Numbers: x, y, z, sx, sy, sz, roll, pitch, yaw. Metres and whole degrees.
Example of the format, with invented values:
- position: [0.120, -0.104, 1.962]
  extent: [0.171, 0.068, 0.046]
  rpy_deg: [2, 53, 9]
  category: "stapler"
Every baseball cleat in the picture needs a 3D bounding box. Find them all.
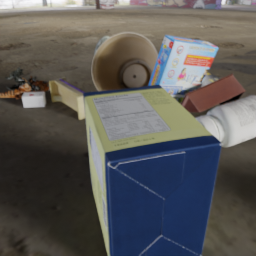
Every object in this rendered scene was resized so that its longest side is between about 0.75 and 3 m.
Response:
- position: [-1.209, -2.932, 11.768]
  extent: [0.648, 1.858, 0.989]
  rpy_deg: [16, 14, -19]
  category: "baseball cleat"

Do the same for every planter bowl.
- position: [0.093, -2.198, 11.149]
  extent: [2.641, 2.641, 1.778]
  rpy_deg: [9, 1, 16]
  category: "planter bowl"

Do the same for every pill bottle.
- position: [3.399, -0.127, 9.397]
  extent: [2.457, 1.405, 1.405]
  rpy_deg: [-17, 33, -16]
  category: "pill bottle"

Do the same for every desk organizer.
- position: [2.943, -1.050, 9.740]
  extent: [2.062, 0.740, 0.794]
  rpy_deg: [-24, 69, -17]
  category: "desk organizer"

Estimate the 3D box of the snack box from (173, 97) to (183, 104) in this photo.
- position: [1.503, -1.005, 10.376]
  extent: [0.447, 1.320, 1.113]
  rpy_deg: [-16, 38, 47]
  category: "snack box"

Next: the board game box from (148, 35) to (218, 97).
- position: [1.799, -1.967, 9.351]
  extent: [1.931, 1.891, 0.540]
  rpy_deg: [-3, 36, -32]
  category: "board game box"

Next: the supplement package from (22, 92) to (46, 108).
- position: [-4.213, -1.266, 12.548]
  extent: [0.901, 0.540, 0.546]
  rpy_deg: [-4, 30, -6]
  category: "supplement package"

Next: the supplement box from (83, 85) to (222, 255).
- position: [0.243, 0.936, 6.213]
  extent: [1.954, 2.910, 2.907]
  rpy_deg: [-8, 30, -13]
  category: "supplement box"

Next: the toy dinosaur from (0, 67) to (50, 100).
- position: [-4.887, -1.926, 13.226]
  extent: [1.671, 1.258, 2.462]
  rpy_deg: [38, 23, 26]
  category: "toy dinosaur"

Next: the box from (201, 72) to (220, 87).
- position: [3.366, -2.297, 13.741]
  extent: [2.379, 0.575, 1.884]
  rpy_deg: [-17, 44, -38]
  category: "box"

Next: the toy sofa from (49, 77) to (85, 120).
- position: [-2.297, -1.399, 12.263]
  extent: [1.245, 1.057, 2.551]
  rpy_deg: [-24, 37, -33]
  category: "toy sofa"
